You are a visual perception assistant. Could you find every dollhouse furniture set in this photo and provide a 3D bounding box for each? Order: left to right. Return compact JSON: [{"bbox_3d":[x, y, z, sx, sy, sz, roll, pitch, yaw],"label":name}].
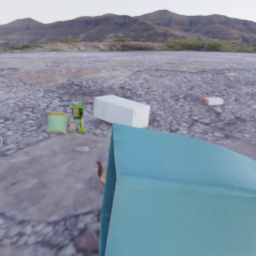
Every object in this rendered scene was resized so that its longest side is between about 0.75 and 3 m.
[{"bbox_3d":[-2.175,-0.305,9.653,1.264,0.634,0.828,1,52,-7],"label":"dollhouse furniture set"}]

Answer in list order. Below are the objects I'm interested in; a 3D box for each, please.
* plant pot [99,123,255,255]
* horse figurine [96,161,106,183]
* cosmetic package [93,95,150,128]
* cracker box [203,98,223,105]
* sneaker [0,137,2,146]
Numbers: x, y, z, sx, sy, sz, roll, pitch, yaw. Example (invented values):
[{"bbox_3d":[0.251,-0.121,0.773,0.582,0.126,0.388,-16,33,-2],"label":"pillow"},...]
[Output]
[{"bbox_3d":[0.978,1.243,4.228,2.666,1.884,1.883,7,19,-7],"label":"plant pot"},{"bbox_3d":[-0.317,1.076,6.420,1.170,0.775,0.292,6,-24,38],"label":"horse figurine"},{"bbox_3d":[-0.264,-0.616,10.491,1.920,0.815,1.033,22,23,35],"label":"cosmetic package"},{"bbox_3d":[4.121,-1.296,13.581,0.785,0.226,0.526,-4,20,-14],"label":"cracker box"},{"bbox_3d":[-3.956,0.634,6.965,0.832,0.738,1.970,-21,13,42],"label":"sneaker"}]
